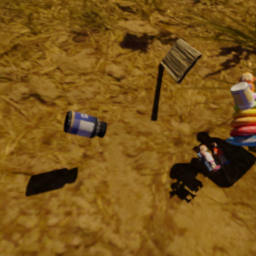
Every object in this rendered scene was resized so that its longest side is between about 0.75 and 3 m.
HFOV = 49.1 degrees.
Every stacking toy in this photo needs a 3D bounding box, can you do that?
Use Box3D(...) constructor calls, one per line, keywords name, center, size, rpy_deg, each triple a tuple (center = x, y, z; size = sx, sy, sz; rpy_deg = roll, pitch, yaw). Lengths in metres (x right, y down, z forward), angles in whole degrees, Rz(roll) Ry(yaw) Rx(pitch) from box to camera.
Box3D(name="stacking toy", center=(4.232, -0.680, 9.803), size=(1.518, 1.436, 2.616), rpy_deg=(-4, 82, 32))

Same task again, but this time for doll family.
Box3D(name="doll family", center=(2.681, 1.009, 9.542), size=(1.660, 0.748, 1.030), rpy_deg=(-5, 57, -54))

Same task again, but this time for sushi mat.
Box3D(name="sushi mat", center=(2.129, -2.870, 11.756), size=(0.179, 1.417, 2.961), rpy_deg=(31, 20, -21))

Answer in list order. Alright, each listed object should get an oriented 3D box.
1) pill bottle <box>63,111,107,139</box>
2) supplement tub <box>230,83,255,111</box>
Box3D(name="pill bottle", center=(-1.363, -0.063, 8.962), size=(1.287, 0.720, 0.720), rpy_deg=(13, 50, -23))
Box3D(name="supplement tub", center=(3.662, -0.996, 8.938), size=(0.559, 0.768, 0.559), rpy_deg=(-29, 18, 10))
